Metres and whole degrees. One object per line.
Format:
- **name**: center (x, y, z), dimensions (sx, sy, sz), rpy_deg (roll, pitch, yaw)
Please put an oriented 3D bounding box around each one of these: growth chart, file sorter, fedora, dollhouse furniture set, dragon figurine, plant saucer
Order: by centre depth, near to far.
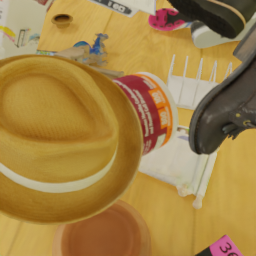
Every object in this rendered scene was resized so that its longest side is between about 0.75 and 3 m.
- **fedora**: center (-0.611, -0.047, 2.273), dimensions (1.686, 0.688, 1.686), rpy_deg (5, 70, -14)
- **plant saucer**: center (-0.520, 2.239, 5.493), dimensions (1.968, 0.368, 1.968), rpy_deg (0, 51, -1)
- **dollhouse furniture set**: center (-1.108, -1.073, 6.859), dimensions (1.211, 1.418, 2.736), rpy_deg (14, 29, 13)
- **growth chart**: center (0.810, 0.477, 6.974), dimensions (2.879, 0.255, 2.083), rpy_deg (24, 55, 18)
- **file sorter**: center (1.935, -1.285, 7.874), dimensions (1.698, 1.058, 1.179), rpy_deg (11, 52, 9)
- **dragon figurine**: center (-1.387, -2.327, 8.967), dimensions (2.188, 0.644, 1.088), rpy_deg (-32, 58, -23)
- **fedora**: center (-2.451, -3.959, 10.472), dimensions (0.816, 0.333, 0.816), rpy_deg (1, 49, -2)

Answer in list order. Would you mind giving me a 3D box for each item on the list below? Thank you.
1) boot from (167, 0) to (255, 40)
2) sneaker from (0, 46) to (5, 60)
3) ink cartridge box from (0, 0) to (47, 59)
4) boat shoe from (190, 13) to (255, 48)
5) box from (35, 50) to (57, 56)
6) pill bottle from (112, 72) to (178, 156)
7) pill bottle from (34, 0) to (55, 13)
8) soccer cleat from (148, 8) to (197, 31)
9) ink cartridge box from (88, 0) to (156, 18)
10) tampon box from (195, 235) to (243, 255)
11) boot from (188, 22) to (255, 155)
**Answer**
- **boot**: center (2.226, -3.684, 7.013), dimensions (1.959, 1.097, 2.832), rpy_deg (-47, 70, 3)
- **sneaker**: center (-2.206, -1.051, 3.718), dimensions (0.644, 1.011, 1.749), rpy_deg (-31, 40, 1)
- **ink cartridge box**: center (-2.513, -1.867, 5.429), dimensions (1.135, 1.542, 1.116), rpy_deg (22, 16, 10)
- **boat shoe**: center (3.581, -3.521, 9.393), dimensions (2.926, 1.035, 0.932), rpy_deg (-8, 62, 6)
- **box**: center (-2.809, -2.151, 9.066), dimensions (1.527, 0.265, 0.840), rpy_deg (6, 52, 6)
- **pill bottle**: center (-0.512, 0.045, 4.197), dimensions (2.363, 1.349, 1.349), rpy_deg (-23, 54, -33)
- **pill bottle**: center (-2.693, -3.022, 6.865), dimensions (1.239, 1.239, 2.171), rpy_deg (31, 86, 23)
- **soccer cleat**: center (1.951, -3.935, 10.268), dimensions (2.356, 1.017, 0.823), rpy_deg (1, 93, 21)
- **ink cartridge box**: center (-0.094, -1.996, 3.808), dimensions (1.003, 0.218, 0.993), rpy_deg (15, 63, -19)
- **tampon box**: center (0.853, 3.181, 3.932), dimensions (2.564, 1.619, 1.922), rpy_deg (-24, 55, -18)
- **boot**: center (2.202, -0.010, 3.693), dimensions (0.926, 2.674, 2.328), rpy_deg (-19, 53, -42)
